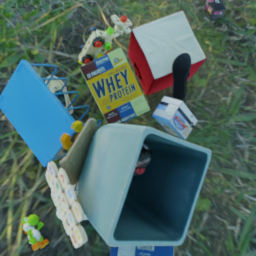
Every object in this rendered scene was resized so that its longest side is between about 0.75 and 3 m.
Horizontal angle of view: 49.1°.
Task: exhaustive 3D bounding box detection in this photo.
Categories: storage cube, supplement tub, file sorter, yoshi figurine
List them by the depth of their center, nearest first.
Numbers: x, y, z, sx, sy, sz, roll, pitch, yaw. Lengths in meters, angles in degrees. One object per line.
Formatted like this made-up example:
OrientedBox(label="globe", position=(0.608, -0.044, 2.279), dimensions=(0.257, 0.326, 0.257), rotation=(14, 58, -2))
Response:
OrientedBox(label="yoshi figurine", position=(-2.885, 3.154, 8.670), dimensions=(0.615, 0.617, 1.098), rotation=(-27, 65, -29))
OrientedBox(label="supplement tub", position=(-1.548, 1.887, 8.801), dimensions=(1.320, 1.320, 1.825), rotation=(-4, 65, -2))
OrientedBox(label="file sorter", position=(-2.495, -0.535, 9.119), dimensions=(2.723, 1.671, 1.890), rotation=(49, 117, 11))
OrientedBox(label="storage cube", position=(1.304, -2.629, 10.181), dimensions=(2.267, 2.038, 1.938), rotation=(-22, 84, -6))

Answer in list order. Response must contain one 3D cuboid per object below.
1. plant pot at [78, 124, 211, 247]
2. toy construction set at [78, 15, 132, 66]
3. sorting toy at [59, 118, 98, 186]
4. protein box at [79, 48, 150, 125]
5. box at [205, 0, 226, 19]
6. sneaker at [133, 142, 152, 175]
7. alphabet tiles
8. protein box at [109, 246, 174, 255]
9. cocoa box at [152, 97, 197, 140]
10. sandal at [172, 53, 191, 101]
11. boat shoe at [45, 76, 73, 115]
OrientedBox(label="plant pot", position=(0.086, 1.283, 7.529), dimensions=(2.666, 2.610, 2.617), rotation=(16, 88, 50))
OrientedBox(label="toy construction set", position=(-0.771, -2.607, 9.409), dimensions=(1.605, 2.448, 1.127), rotation=(2, 41, -38))
OrientedBox(label="sorting toy", position=(-1.347, 0.486, 7.639), dimensions=(0.285, 2.128, 1.586), rotation=(21, 58, 16))
OrientedBox(label="protein box", position=(-0.445, -1.185, 8.630), dimensions=(1.291, 1.899, 1.913), rotation=(-26, 99, -2))
OrientedBox(label="box", position=(3.934, -5.462, 12.667), dimensions=(0.567, 0.492, 0.928), rotation=(-13, 67, -6))
OrientedBox(label="sneaker", position=(0.047, 0.783, 7.656), dimensions=(0.748, 2.117, 1.034), rotation=(41, 104, 25))
OrientedBox(label="alphabet tiles", position=(-1.608, 1.935, 7.030), dimensions=(0.154, 2.060, 2.106), rotation=(-17, 69, -31))
OrientedBox(label="protein box", position=(0.326, 3.932, 7.924), dimensions=(1.761, 1.197, 1.774), rotation=(7, 65, 3))
OrientedBox(label="cocoa box", position=(1.385, -0.279, 8.292), dimensions=(0.735, 1.103, 0.724), rotation=(24, 77, 46))
OrientedBox(label="sandal", position=(1.680, -1.626, 8.885), dimensions=(0.576, 1.533, 0.345), rotation=(14, 29, 23))
OrientedBox(label="boat shoe", position=(-2.632, -1.340, 10.702), dimensions=(0.687, 0.592, 1.908), rotation=(-28, 68, -12))
